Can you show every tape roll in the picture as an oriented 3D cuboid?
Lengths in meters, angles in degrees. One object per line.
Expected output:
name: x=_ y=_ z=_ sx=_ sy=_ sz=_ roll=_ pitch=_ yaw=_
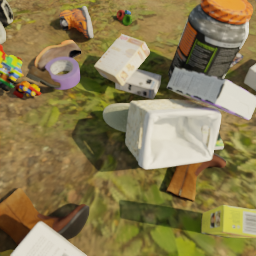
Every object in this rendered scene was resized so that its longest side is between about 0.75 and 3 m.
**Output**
tape roll: x=-2.283 y=-1.922 z=9.795 sx=1.162 sy=0.494 sz=1.162 roll=0 pitch=52 yaw=0

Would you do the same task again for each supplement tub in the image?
supplement tub: x=2.442 y=-2.478 z=8.570 sx=1.766 sy=2.882 sz=1.766 roll=7 pitch=50 yaw=-9

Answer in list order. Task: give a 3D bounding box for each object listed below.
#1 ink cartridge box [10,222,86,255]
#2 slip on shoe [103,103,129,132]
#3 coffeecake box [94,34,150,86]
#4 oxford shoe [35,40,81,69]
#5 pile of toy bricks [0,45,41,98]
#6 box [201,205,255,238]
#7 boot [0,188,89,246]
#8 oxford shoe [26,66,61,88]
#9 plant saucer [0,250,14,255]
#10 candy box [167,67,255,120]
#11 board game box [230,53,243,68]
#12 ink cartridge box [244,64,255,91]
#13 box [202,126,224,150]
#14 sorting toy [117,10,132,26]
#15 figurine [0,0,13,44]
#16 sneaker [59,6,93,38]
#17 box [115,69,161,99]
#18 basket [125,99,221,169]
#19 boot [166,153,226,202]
ink cartridge box: x=-1.156 y=3.433 z=4.923 sx=2.821 sy=1.168 sz=2.067 roll=34 pitch=55 yaw=7
slip on shoe: x=0.478 y=-0.365 z=8.511 sx=2.473 sy=0.916 sz=0.757 roll=0 pitch=21 yaw=6
coffeecake box: x=-0.197 y=-2.219 z=9.065 sx=1.115 sy=0.531 sz=1.452 roll=33 pitch=81 yaw=38
oxford shoe: x=-2.535 y=-2.623 z=10.247 sx=1.830 sy=0.652 sz=0.667 roll=-38 pitch=67 yaw=-25
pile of toy bricks: x=-3.643 y=-1.821 z=8.692 sx=1.138 sy=2.051 sz=1.013 roll=1 pitch=65 yaw=38
box: x=2.084 y=2.002 z=5.865 sx=0.758 sy=2.014 sz=0.505 roll=8 pitch=69 yaw=5
boot: x=-2.118 y=2.119 z=6.834 sx=1.903 sy=0.651 sz=1.791 roll=32 pitch=68 yaw=30
oxford shoe: x=-2.584 y=-1.603 z=8.911 sx=0.443 sy=1.220 sz=0.515 roll=21 pitch=88 yaw=38
plant saucer: x=-3.406 y=3.903 z=5.346 sx=2.542 sy=0.616 sz=2.542 roll=-14 pitch=54 yaw=-12
candy box: x=2.179 y=-0.920 z=7.366 sx=1.508 sy=0.643 sz=1.797 roll=16 pitch=10 yaw=-36
board game box: x=3.560 y=-2.790 z=10.615 sx=0.851 sy=0.217 sz=1.257 roll=-35 pitch=61 yaw=-23
ink cartridge box: x=5.025 y=-1.817 z=9.575 sx=1.673 sy=0.706 sz=1.222 roll=-32 pitch=59 yaw=-22
box: x=2.370 y=0.225 z=8.378 sx=0.700 sy=0.176 sz=0.970 roll=-5 pitch=54 yaw=-4
sorting toy: x=-0.078 y=-4.751 z=12.006 sx=0.894 sy=0.537 sz=0.367 roll=47 pitch=31 yaw=21
figurine: x=-5.997 y=-4.126 z=11.316 sx=2.130 sy=0.940 sz=2.183 roll=-6 pitch=53 yaw=5
sneaker: x=-2.116 y=-4.182 z=11.397 sx=1.206 sy=0.835 sz=2.152 roll=-14 pitch=44 yaw=-6
box: x=0.339 y=-1.569 z=9.572 sx=1.396 sy=0.420 sz=0.814 roll=18 pitch=55 yaw=14
basket: x=1.071 y=0.065 z=7.153 sx=2.082 sy=1.412 sz=1.285 roll=-3 pitch=22 yaw=-25
boot: x=1.825 y=1.261 z=7.399 sx=1.330 sy=0.484 sz=1.413 roll=15 pitch=54 yaw=11
